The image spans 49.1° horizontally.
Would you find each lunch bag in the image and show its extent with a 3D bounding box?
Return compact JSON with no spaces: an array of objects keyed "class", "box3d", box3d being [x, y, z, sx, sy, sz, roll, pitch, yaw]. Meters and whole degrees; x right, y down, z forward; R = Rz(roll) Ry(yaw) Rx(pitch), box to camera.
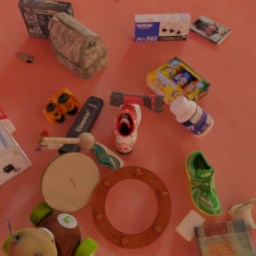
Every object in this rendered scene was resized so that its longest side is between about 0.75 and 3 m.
[{"class":"lunch bag","box3d":[-2.172,-3.561,11.900,2.395,2.009,1.669,39,67,21]}]

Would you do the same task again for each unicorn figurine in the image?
[{"class":"unicorn figurine","box3d":[-2.749,0.603,10.097,1.134,0.419,0.779,18,16,42]}]

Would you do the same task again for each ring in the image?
[{"class":"ring","box3d":[0.087,2.502,8.999,2.617,0.251,2.617,-1,71,3]}]

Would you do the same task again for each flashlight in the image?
[{"class":"flashlight","box3d":[0.316,-0.958,10.475,2.033,0.688,0.691,6,83,10]}]

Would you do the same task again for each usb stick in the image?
[{"class":"usb stick","box3d":[-1.764,-0.066,10.719,0.770,0.453,2.777,16,60,16]}]

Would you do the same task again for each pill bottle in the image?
[{"class":"pill bottle","box3d":[2.298,-0.440,10.297,1.520,0.910,0.910,37,59,-21]}]

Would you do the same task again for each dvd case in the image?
[{"class":"dvd case","box3d":[3.986,-4.804,13.725,1.708,0.188,1.247,38,66,19]}]

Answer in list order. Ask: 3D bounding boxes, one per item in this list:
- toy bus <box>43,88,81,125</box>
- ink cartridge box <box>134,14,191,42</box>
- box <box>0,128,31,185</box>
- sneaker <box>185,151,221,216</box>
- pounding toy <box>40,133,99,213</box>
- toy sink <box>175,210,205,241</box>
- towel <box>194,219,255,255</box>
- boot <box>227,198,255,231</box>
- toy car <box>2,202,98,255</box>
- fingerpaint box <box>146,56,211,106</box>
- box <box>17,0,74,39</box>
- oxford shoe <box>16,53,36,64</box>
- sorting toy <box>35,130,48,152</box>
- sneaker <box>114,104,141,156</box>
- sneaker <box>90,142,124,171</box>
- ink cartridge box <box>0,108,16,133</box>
[{"class":"toy bus","box3d":[-2.731,-0.960,11.058,1.341,0.910,1.287,-36,47,-6]},{"class":"ink cartridge box","box3d":[1.542,-4.638,13.047,2.502,1.176,0.553,-2,59,-1]},{"class":"box","box3d":[-4.849,1.419,9.127,2.896,1.689,0.871,-35,65,-18]},{"class":"sneaker","box3d":[2.467,1.800,9.325,0.838,0.945,2.262,-11,60,-7]},{"class":"pounding toy","box3d":[-2.085,1.411,9.322,1.935,1.163,2.507,-3,98,-33]},{"class":"toy sink","box3d":[1.952,3.081,8.851,0.518,0.445,0.794,37,70,17]},{"class":"towel","box3d":[2.981,3.966,8.182,1.683,0.249,2.295,-7,69,-8]},{"class":"boot","box3d":[3.926,2.814,9.033,1.148,0.414,0.888,-20,60,-5]},{"class":"toy car","box3d":[-2.326,3.095,7.502,2.245,2.733,2.156,32,65,18]},{"class":"fingerpaint box","box3d":[2.033,-1.797,11.541,1.682,0.740,2.016,-34,64,-18]},{"class":"box","box3d":[-3.620,-4.921,12.844,2.307,1.819,0.589,8,60,5]},{"class":"oxford shoe","box3d":[-4.649,-3.114,12.638,0.929,0.327,0.348,9,65,7]},{"class":"sorting toy","box3d":[-3.318,0.500,10.552,0.310,0.312,0.899,-7,55,25]},{"class":"sneaker","box3d":[0.018,-0.410,10.382,0.870,1.396,2.605,6,59,4]},{"class":"sneaker","box3d":[-0.899,1.007,10.040,1.562,0.605,0.622,33,73,18]},{"class":"ink cartridge box","box3d":[-5.358,-0.013,10.069,1.976,1.435,0.824,-36,55,-20]}]
